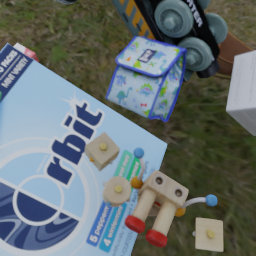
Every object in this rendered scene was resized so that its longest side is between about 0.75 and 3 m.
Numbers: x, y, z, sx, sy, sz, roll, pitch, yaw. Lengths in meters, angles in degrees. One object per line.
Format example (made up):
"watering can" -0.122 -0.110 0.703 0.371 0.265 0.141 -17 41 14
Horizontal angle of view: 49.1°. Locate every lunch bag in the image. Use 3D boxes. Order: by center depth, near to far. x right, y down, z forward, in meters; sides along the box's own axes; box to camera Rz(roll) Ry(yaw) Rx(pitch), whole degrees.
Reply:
"lunch bag" 0.350 -0.925 5.108 1.131 0.848 1.330 28 102 33

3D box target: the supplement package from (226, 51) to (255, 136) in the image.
"supplement package" 3.292 -0.739 5.220 2.322 1.362 1.357 -5 62 48

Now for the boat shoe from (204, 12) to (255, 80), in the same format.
"boat shoe" 1.731 -2.033 6.400 2.902 0.980 1.045 26 65 0

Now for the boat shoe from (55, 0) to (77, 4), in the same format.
"boat shoe" -1.129 -2.564 4.749 0.575 1.622 0.585 13 93 13

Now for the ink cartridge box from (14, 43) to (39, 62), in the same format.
"ink cartridge box" -3.418 -1.857 8.415 0.736 0.426 1.263 29 68 13

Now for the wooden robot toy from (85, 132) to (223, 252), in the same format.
"wooden robot toy" 0.197 0.867 3.294 1.810 0.821 0.797 33 64 3

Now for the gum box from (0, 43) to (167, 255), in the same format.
"gum box" -1.028 0.562 3.794 2.798 0.623 2.377 32 59 -14

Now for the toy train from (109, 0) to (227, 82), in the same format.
"toy train" 0.628 -2.117 5.269 1.699 2.981 1.270 -2 45 46
